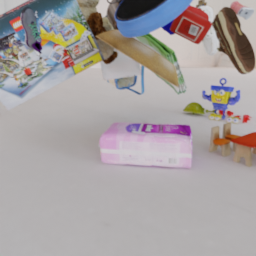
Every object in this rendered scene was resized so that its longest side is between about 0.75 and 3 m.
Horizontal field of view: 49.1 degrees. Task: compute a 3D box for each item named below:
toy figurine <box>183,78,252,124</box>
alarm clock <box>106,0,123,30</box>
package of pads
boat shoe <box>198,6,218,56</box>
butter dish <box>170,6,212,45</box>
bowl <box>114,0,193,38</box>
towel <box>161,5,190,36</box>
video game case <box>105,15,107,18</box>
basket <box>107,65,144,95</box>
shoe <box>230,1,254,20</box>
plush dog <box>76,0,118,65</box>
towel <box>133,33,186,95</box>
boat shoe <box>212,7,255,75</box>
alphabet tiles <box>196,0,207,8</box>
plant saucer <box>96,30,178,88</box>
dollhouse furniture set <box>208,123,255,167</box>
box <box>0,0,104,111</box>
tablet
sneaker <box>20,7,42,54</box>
[{"bbox_3d":[3.783,-1.283,11.752,2.783,1.667,1.468,15,21,41],"label":"toy figurine"},{"bbox_3d":[0.057,-3.112,7.406,1.381,0.682,2.047,-32,-16,25],"label":"alarm clock"},{"bbox_3d":[0.493,0.396,7.226,2.282,0.863,1.375,2,19,9],"label":"package of pads"},{"bbox_3d":[3.071,-3.857,11.205,0.682,1.968,0.697,-14,3,-33],"label":"boat shoe"},{"bbox_3d":[1.923,-3.163,8.260,1.045,0.774,1.048,28,-22,0],"label":"butter dish"},{"bbox_3d":[0.524,-2.677,5.901,1.878,0.369,1.878,-23,41,22],"label":"bowl"},{"bbox_3d":[1.822,-4.427,11.246,1.617,0.543,2.190,-13,-8,35],"label":"towel"},{"bbox_3d":[-0.245,-4.437,12.817,2.055,1.468,0.195,45,20,-2],"label":"video game case"},{"bbox_3d":[-0.040,-2.284,11.247,1.254,1.589,1.802,-22,37,-35],"label":"basket"},{"bbox_3d":[4.727,-4.912,11.641,1.377,0.492,0.626,-17,60,-48],"label":"shoe"},{"bbox_3d":[-1.098,-2.874,8.567,1.725,2.150,1.846,-37,57,1],"label":"plush dog"},{"bbox_3d":[1.000,-2.357,9.811,2.160,0.444,2.895,43,1,25],"label":"towel"},{"bbox_3d":[3.230,-2.601,8.775,0.829,2.246,0.831,-3,-18,-28],"label":"boat shoe"},{"bbox_3d":[3.058,-4.904,11.828,0.031,0.966,0.804,-2,15,-18],"label":"alphabet tiles"},{"bbox_3d":[0.348,-1.887,7.292,2.505,0.444,2.505,30,13,-7],"label":"plant saucer"},{"bbox_3d":[3.555,0.233,7.395,2.068,1.077,2.091,-12,20,-37],"label":"dollhouse furniture set"},{"bbox_3d":[-2.374,-2.005,7.149,2.986,2.039,0.563,-28,37,-1],"label":"box"},{"bbox_3d":[-0.383,-2.796,10.003,1.380,2.120,0.145,-10,-8,-6],"label":"tablet"},{"bbox_3d":[-1.873,-1.940,5.616,0.400,0.914,0.340,36,57,16],"label":"sneaker"}]
